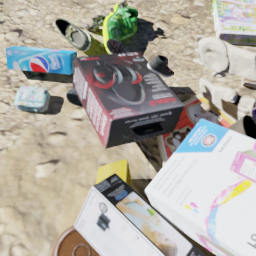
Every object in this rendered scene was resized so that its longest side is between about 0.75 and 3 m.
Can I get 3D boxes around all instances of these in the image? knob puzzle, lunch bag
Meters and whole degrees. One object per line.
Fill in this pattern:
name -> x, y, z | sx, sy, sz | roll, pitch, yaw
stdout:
knob puzzle -> 2.116, 0.280, 7.830 | 3.264, 0.453, 3.264 | 4, 51, -5
lunch bag -> -3.032, -0.907, 8.907 | 1.035, 0.399, 0.830 | 4, 56, 3

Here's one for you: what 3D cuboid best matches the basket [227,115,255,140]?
basket -> 2.741, 0.322, 7.166 | 0.720, 1.059, 0.955 | 13, 58, -30

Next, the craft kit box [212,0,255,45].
craft kit box -> 4.655, -4.249, 11.082 | 2.435, 0.591, 2.405 | 4, 59, 3

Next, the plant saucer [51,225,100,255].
plant saucer -> -1.049, 2.904, 6.450 | 1.496, 0.258, 1.496 | 0, 55, 0

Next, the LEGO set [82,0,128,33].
LEGO set -> -0.848, -4.152, 10.731 | 2.010, 0.570, 1.306 | -6, 32, 41

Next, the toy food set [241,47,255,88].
toy food set -> 4.622, -2.028, 9.576 | 1.263, 0.532, 1.760 | 13, 57, 8

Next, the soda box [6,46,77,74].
soda box -> -2.905, -2.305, 9.494 | 2.207, 0.708, 0.749 | 5, 22, 4

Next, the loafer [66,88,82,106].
loafer -> -1.035, -0.981, 8.837 | 1.778, 0.647, 0.643 | 18, 54, 10

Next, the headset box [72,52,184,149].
headset box -> -0.039, -0.799, 7.697 | 2.148, 1.084, 2.890 | -12, 51, -25

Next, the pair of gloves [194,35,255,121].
pair of gloves -> 2.524, -1.243, 7.452 | 0.428, 2.440, 2.074 | -34, 47, -12

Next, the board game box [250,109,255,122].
board game box -> 4.346, -0.645, 7.562 | 1.450, 2.157, 0.483 | -22, 84, -22

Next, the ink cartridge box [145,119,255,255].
ink cartridge box -> 2.191, 1.378, 5.368 | 2.960, 1.253, 2.139 | 27, 65, 35

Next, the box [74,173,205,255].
box -> 0.142, 2.389, 5.914 | 2.568, 1.498, 0.772 | 39, 34, 22

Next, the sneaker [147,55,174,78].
sneaker -> 1.037, -1.722, 7.824 | 0.951, 0.472, 0.336 | 12, 52, -35

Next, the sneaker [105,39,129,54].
sneaker -> -0.281, -2.473, 9.623 | 1.333, 0.770, 0.504 | 37, 82, -15

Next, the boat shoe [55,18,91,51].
boat shoe -> -2.024, -3.400, 10.133 | 0.598, 0.714, 1.999 | 10, 29, -48

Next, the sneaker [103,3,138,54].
sneaker -> -0.247, -3.807, 10.497 | 1.116, 0.989, 2.672 | 9, 56, 11

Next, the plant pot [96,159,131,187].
plant pot -> -0.360, 1.380, 7.063 | 0.753, 0.854, 0.854 | -3, 42, 7
